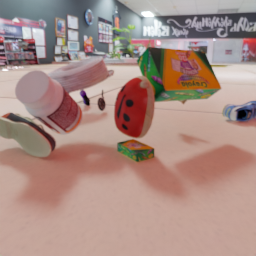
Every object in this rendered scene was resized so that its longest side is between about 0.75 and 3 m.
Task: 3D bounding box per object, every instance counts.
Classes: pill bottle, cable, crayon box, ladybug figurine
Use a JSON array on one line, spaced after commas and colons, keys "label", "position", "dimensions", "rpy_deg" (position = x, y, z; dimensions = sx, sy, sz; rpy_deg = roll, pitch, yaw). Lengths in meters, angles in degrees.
[{"label": "pill bottle", "position": [-2.124, -0.652, 7.708], "dimensions": [1.126, 1.126, 1.971], "rpy_deg": [5, -21, 16]}, {"label": "cable", "position": [-1.667, -1.699, 9.125], "dimensions": [2.072, 0.717, 2.072], "rpy_deg": [-6, 24, 21]}, {"label": "crayon box", "position": [1.625, -1.650, 8.783], "dimensions": [2.492, 1.480, 0.726], "rpy_deg": [-7, -21, -34]}, {"label": "ladybug figurine", "position": [0.109, -0.533, 7.908], "dimensions": [0.797, 2.214, 1.503], "rpy_deg": [-10, 57, -19]}, {"label": "crayon box", "position": [0.195, 0.605, 7.651], "dimensions": [0.575, 0.282, 0.968], "rpy_deg": [-11, 20, -34]}]

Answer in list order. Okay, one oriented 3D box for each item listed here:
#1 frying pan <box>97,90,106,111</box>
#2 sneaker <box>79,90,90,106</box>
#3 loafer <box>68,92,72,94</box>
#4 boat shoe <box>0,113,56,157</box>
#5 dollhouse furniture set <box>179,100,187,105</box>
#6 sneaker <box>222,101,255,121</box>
[{"label": "frying pan", "position": [-1.123, -1.197, 12.611], "dimensions": [0.166, 0.618, 1.022], "rpy_deg": [-5, 43, 26]}, {"label": "sneaker", "position": [-2.054, -1.435, 13.663], "dimensions": [0.325, 0.936, 0.466], "rpy_deg": [-37, 51, -18]}, {"label": "loafer", "position": [-2.336, -2.517, 12.674], "dimensions": [1.029, 0.929, 2.720], "rpy_deg": [-11, 33, 34]}, {"label": "boat shoe", "position": [-2.803, 0.109, 7.849], "dimensions": [2.411, 0.858, 0.754], "rpy_deg": [18, 25, 32]}, {"label": "dollhouse furniture set", "position": [1.646, -1.351, 9.952], "dimensions": [0.571, 0.488, 1.102], "rpy_deg": [28, 11, -44]}, {"label": "sneaker", "position": [4.772, -0.619, 11.184], "dimensions": [1.913, 0.707, 0.787], "rpy_deg": [-10, 22, -13]}]
